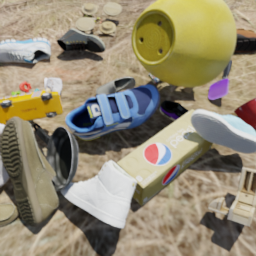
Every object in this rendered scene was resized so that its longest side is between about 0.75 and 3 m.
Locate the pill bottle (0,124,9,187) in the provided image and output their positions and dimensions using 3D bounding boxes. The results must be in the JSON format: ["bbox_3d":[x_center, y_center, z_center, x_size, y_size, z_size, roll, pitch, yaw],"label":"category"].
[{"bbox_3d":[-4.568,0.527,7.206,2.956,1.710,1.710,10,48,9],"label":"pill bottle"}]

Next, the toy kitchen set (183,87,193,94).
[{"bbox_3d":[1.927,-2.159,9.560,1.195,1.325,1.081,19,42,-12],"label":"toy kitchen set"}]

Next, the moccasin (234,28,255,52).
[{"bbox_3d":[4.119,-3.782,11.652,2.776,1.015,1.071,-3,46,-3],"label":"moccasin"}]

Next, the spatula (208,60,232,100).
[{"bbox_3d":[3.502,-1.854,10.293,0.750,0.273,2.654,-19,24,41],"label":"spatula"}]

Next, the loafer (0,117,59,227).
[{"bbox_3d":[-2.340,0.999,6.739,0.985,2.592,0.874,-8,4,38],"label":"loafer"}]

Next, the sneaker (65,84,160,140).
[{"bbox_3d":[-0.467,-0.436,7.827,2.832,1.165,1.047,-24,70,13],"label":"sneaker"}]

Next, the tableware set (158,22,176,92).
[{"bbox_3d":[1.735,-2.820,9.491,0.344,2.967,2.479,18,56,33],"label":"tableware set"}]

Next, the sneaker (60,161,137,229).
[{"bbox_3d":[-0.659,1.330,6.498,2.147,0.791,1.241,11,76,44],"label":"sneaker"}]

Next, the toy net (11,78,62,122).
[{"bbox_3d":[-2.939,-1.122,9.032,0.418,1.136,2.166,-7,33,31],"label":"toy net"}]

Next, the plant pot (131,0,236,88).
[{"bbox_3d":[1.223,-2.409,7.625,2.741,2.741,1.946,37,32,29],"label":"plant pot"}]

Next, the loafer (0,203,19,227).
[{"bbox_3d":[-3.312,2.075,6.645,1.342,0.452,0.510,-10,48,-9],"label":"loafer"}]

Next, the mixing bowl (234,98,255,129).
[{"bbox_3d":[4.095,-0.458,8.497,1.482,1.482,0.803,-17,74,-15],"label":"mixing bowl"}]

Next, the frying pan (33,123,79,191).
[{"bbox_3d":[-1.931,0.713,7.256,0.419,1.557,2.573,6,0,-36],"label":"frying pan"}]

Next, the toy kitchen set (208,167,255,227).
[{"bbox_3d":[2.428,1.458,6.356,0.922,1.020,1.130,13,8,28],"label":"toy kitchen set"}]

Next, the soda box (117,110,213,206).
[{"bbox_3d":[1.111,0.710,7.574,2.929,0.938,0.992,-33,55,-26],"label":"soda box"}]

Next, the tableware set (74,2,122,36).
[{"bbox_3d":[-1.346,-5.089,12.928,1.897,0.263,2.271,10,63,2],"label":"tableware set"}]

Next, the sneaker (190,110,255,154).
[{"bbox_3d":[2.502,-0.028,7.368,2.031,0.751,0.832,28,41,-14],"label":"sneaker"}]

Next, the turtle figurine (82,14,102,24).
[{"bbox_3d":[-1.838,-5.230,13.443,1.060,0.341,0.855,-29,54,-24],"label":"turtle figurine"}]

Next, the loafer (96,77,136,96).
[{"bbox_3d":[-0.465,-1.440,9.610,1.454,0.507,0.508,-18,73,12],"label":"loafer"}]

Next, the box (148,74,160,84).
[{"bbox_3d":[1.108,-2.014,10.255,0.784,0.431,0.136,-50,20,-21],"label":"box"}]

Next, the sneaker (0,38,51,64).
[{"bbox_3d":[-4.150,-2.904,11.005,2.307,0.865,1.000,-15,54,-13],"label":"sneaker"}]

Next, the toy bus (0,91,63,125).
[{"bbox_3d":[-2.837,-0.569,7.749,1.984,0.646,0.777,-11,24,-5],"label":"toy bus"}]

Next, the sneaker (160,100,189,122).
[{"bbox_3d":[1.620,-0.453,8.689,1.388,0.690,0.483,25,71,13],"label":"sneaker"}]

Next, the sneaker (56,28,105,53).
[{"bbox_3d":[-1.885,-3.280,11.233,1.868,0.698,0.992,25,53,18],"label":"sneaker"}]
